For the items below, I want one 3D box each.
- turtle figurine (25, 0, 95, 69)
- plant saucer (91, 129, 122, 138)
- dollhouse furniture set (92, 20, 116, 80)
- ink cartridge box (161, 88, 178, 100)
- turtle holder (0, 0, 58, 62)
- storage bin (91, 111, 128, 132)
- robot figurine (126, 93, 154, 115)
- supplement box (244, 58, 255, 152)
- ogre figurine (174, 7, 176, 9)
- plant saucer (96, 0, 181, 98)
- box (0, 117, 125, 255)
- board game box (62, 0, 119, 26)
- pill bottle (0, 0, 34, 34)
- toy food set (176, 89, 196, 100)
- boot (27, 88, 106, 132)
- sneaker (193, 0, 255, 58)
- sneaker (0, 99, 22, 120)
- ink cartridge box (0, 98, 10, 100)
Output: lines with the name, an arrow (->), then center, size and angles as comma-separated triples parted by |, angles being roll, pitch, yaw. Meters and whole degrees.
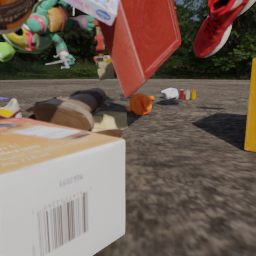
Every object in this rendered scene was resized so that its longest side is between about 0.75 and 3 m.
turtle figurine -> -1.732, -2.839, 7.236 | 1.388, 2.064, 2.758 | 21, 39, 4
plant saucer -> -0.728, 0.306, 5.054 | 1.338, 0.230, 1.338 | -15, -7, -2
dollhouse furniture set -> -0.642, -2.970, 10.164 | 1.188, 1.572, 2.922 | -7, 29, -8
ink cartridge box -> 2.328, -1.943, 15.781 | 0.667, 0.390, 1.149 | -21, 14, -3
turtle holder -> -3.034, -3.028, 8.149 | 2.191, 1.665, 1.556 | -27, 15, -19
storage bin -> -0.610, -0.177, 7.819 | 0.924, 0.436, 0.930 | 4, 13, 23
robot figurine -> 0.471, -0.904, 10.440 | 0.773, 0.953, 1.325 | 31, 7, -10
supplement box -> 4.254, -0.518, 5.924 | 2.754, 1.854, 2.792 | 8, 14, 33
ogre figurine -> 1.051, -4.028, 10.275 | 1.303, 1.066, 2.173 | 6, 32, -2
plant saucer -> 0.349, -2.295, 5.776 | 0.460, 2.507, 2.502 | 4, 39, 35
box -> -1.212, 0.572, 2.803 | 1.943, 1.033, 1.479 | 10, 15, 39
board game box -> -0.584, -1.904, 3.971 | 0.918, 0.189, 0.920 | 24, 38, -17
pill bottle -> -1.501, -1.633, 3.146 | 0.894, 0.894, 1.536 | -4, 2, -20
toy food set -> 3.128, -1.910, 15.574 | 0.633, 0.596, 1.325 | -7, 14, -28
boot -> -1.271, -0.427, 6.684 | 2.922, 1.026, 2.137 | -3, 23, 40
sneaker -> 2.493, -3.188, 8.308 | 1.538, 2.663, 1.043 | -20, 61, -41
sneaker -> -3.556, -0.174, 6.414 | 0.826, 0.993, 2.203 | 10, 16, 40
ink cartridge box -> -5.944, -0.704, 9.879 | 1.775, 0.624, 2.975 | 6, 17, 27
